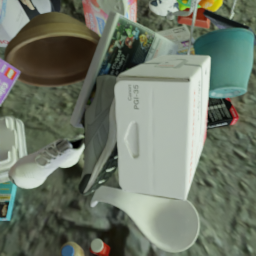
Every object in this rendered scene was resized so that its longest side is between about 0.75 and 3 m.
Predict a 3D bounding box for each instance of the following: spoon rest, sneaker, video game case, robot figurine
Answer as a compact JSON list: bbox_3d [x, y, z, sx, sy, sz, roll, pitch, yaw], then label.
[{"bbox_3d":[0.386,2.101,6.999,2.812,0.852,1.397,16,62,10],"label":"spoon rest"},{"bbox_3d":[-0.501,0.132,5.348,0.949,0.884,2.392,20,96,16],"label":"sneaker"},{"bbox_3d":[-0.012,-1.015,6.134,0.272,2.116,2.327,36,110,37],"label":"video game case"},{"bbox_3d":[-0.284,-3.829,6.487,0.838,2.081,1.524,10,60,31],"label":"sneaker"},{"bbox_3d":[1.596,-5.270,11.154,2.050,0.818,1.334,-19,61,-11],"label":"sneaker"},{"bbox_3d":[2.717,-2.550,7.227,1.200,0.159,1.680,36,22,26],"label":"video game case"},{"bbox_3d":[-1.651,0.591,5.914,0.714,0.835,1.917,48,36,7],"label":"sneaker"},{"bbox_3d":[-3.714,-4.147,10.071,2.656,1.657,1.996,-39,50,-20],"label":"robot figurine"},{"bbox_3d":[1.533,-2.775,9.975,1.802,0.410,1.634,-16,62,-9],"label":"video game case"}]

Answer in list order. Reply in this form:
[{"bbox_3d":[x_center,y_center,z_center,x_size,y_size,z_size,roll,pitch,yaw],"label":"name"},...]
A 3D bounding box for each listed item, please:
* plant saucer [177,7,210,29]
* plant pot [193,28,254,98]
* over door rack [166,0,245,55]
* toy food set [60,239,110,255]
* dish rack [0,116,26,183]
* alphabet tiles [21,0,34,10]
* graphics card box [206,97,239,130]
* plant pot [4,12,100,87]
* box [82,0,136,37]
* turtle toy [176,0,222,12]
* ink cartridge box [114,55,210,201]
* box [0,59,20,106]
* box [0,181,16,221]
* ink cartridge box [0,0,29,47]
[{"bbox_3d":[2.205,-3.821,9.217,1.053,0.193,1.051,11,69,1],"label":"plant saucer"},{"bbox_3d":[2.191,-1.379,6.423,1.342,1.342,1.261,0,83,0],"label":"plant pot"},{"bbox_3d":[1.966,-2.929,6.845,2.073,2.805,0.934,-46,60,-9],"label":"over door rack"},{"bbox_3d":[-0.704,3.196,6.197,2.562,1.153,1.223,19,62,10],"label":"toy food set"},{"bbox_3d":[-4.256,0.649,7.851,2.577,0.561,2.212,-14,54,-10],"label":"dish rack"},{"bbox_3d":[-3.260,-4.161,7.264,0.157,2.155,2.107,-40,86,-7],"label":"alphabet tiles"},{"bbox_3d":[2.385,-0.480,8.676,1.714,0.436,1.075,-12,62,-8],"label":"graphics card box"},{"bbox_3d":[-1.540,-1.731,5.904,2.041,2.041,0.942,-12,75,-7],"label":"plant pot"},{"bbox_3d":[-0.572,-3.717,9.240,1.236,2.610,1.339,28,64,15],"label":"box"},{"bbox_3d":[2.170,-4.748,7.924,2.162,2.967,1.500,26,37,-1],"label":"turtle toy"},{"bbox_3d":[0.754,-0.207,4.915,1.051,1.861,2.540,6,22,20],"label":"ink cartridge box"},{"bbox_3d":[-3.159,-0.417,5.535,2.576,0.504,1.763,8,69,52],"label":"box"},{"bbox_3d":[-3.289,1.914,7.436,0.422,0.252,1.025,0,60,0],"label":"box"},{"bbox_3d":[-4.008,-3.288,7.038,1.895,2.607,1.141,7,70,9],"label":"ink cartridge box"}]
